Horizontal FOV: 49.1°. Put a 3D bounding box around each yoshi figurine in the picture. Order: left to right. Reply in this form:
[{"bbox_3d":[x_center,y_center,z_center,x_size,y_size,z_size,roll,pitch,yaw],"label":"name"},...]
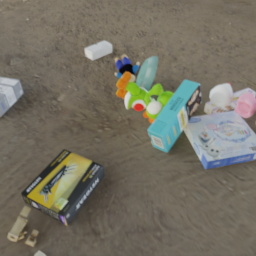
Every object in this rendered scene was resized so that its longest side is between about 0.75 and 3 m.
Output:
[{"bbox_3d":[0.854,-1.225,10.973,2.545,1.425,1.430,35,27,10],"label":"yoshi figurine"}]

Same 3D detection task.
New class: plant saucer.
[{"bbox_3d":[0.699,-2.159,11.681,0.329,1.828,1.828,17,41,-14],"label":"plant saucer"}]

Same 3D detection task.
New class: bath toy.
[{"bbox_3d":[4.405,-0.759,10.010,2.985,1.298,1.103,29,50,23],"label":"bath toy"}]

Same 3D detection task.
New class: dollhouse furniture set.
[{"bbox_3d":[-2.699,2.689,7.558,0.719,0.452,0.813,28,44,-7],"label":"dollhouse furniture set"}]

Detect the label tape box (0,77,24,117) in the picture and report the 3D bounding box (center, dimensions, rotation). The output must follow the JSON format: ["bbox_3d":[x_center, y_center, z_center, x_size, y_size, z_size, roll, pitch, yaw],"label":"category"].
[{"bbox_3d":[-5.670,-1.184,11.413,1.678,0.737,2.327,10,43,11],"label":"label tape box"}]

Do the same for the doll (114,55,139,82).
[{"bbox_3d":[-0.055,-2.814,13.345,1.301,0.462,1.907,-22,46,3],"label":"doll"}]

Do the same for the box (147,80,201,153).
[{"bbox_3d":[1.695,-0.435,9.847,0.619,1.036,2.518,24,65,32],"label":"box"}]

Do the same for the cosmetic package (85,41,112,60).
[{"bbox_3d":[-1.558,-4.090,14.771,1.324,0.490,0.673,-32,51,-31],"label":"cosmetic package"}]

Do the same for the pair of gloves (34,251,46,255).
[{"bbox_3d":[-2.131,3.600,6.598,1.181,0.207,1.004,31,51,29],"label":"pair of gloves"}]

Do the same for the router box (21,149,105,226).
[{"bbox_3d":[-1.890,1.691,8.427,1.571,0.522,1.999,20,46,20],"label":"router box"}]

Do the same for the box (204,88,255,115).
[{"bbox_3d":[4.189,-1.062,11.486,2.326,0.450,0.482,-19,46,-19],"label":"box"}]

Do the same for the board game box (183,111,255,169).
[{"bbox_3d":[3.325,0.342,9.936,2.194,0.476,2.183,-8,43,-9],"label":"board game box"}]
